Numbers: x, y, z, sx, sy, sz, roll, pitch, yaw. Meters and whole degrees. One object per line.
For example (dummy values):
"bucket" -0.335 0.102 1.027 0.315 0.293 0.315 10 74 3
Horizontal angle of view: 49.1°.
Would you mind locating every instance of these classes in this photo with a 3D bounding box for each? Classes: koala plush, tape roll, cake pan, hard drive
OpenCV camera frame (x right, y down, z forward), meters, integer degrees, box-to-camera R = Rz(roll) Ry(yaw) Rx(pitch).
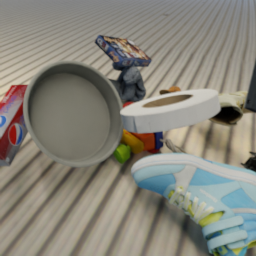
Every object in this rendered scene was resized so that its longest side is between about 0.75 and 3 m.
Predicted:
"koala plush" -0.350 -1.233 9.103 1.578 1.450 1.399 -30 41 -5
"tape roll" 0.832 -0.384 5.765 2.042 0.373 2.042 -12 13 3
"cake pan" -1.136 -0.292 6.065 2.315 2.315 0.425 -31 9 -37
"hard drive" 2.603 -0.797 5.288 0.764 1.095 0.180 16 -3 -29

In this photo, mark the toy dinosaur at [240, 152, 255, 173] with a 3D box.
"toy dinosaur" 3.295 0.941 6.064 1.991 1.017 1.351 -5 45 -45

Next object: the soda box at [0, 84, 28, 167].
"soda box" -2.480 -0.111 5.918 0.576 0.636 1.817 0 49 15

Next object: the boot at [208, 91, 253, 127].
"boot" 2.781 -0.499 7.248 1.831 0.660 1.416 3 20 3

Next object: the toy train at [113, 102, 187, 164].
"toy train" 0.243 0.407 6.714 1.377 1.007 2.380 -31 44 -26

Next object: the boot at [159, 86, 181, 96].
"boot" 1.469 -1.288 9.806 0.809 0.298 0.626 12 35 -4

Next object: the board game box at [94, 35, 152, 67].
"board game box" -0.105 -2.388 8.819 1.153 0.295 1.702 48 32 17

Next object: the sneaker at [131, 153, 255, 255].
"sneaker" 1.206 1.377 4.743 2.447 0.973 1.598 9 53 -2
